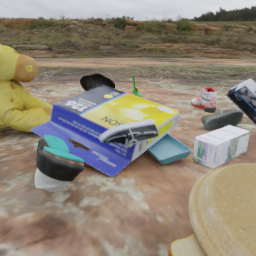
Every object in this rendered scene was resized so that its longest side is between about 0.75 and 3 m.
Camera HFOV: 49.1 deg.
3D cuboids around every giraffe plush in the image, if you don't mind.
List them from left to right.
[{"bbox_3d":[-3.504,-1.218,8.098,2.555,2.401,2.961,15,14,39],"label":"giraffe plush"}]

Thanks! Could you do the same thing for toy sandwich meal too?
[{"bbox_3d":[1.660,1.328,2.826,2.598,0.890,2.598,10,25,-5],"label":"toy sandwich meal"}]

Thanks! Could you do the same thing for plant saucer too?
[{"bbox_3d":[0.720,0.362,7.049,0.779,0.211,2.229,-16,21,-13],"label":"plant saucer"}]

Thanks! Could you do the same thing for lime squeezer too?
[{"bbox_3d":[0.491,-1.507,11.942,0.516,1.463,0.276,-37,-9,34],"label":"lime squeezer"}]

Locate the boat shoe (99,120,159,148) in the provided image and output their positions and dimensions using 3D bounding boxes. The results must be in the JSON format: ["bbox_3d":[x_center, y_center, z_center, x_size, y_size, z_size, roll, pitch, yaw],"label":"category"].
[{"bbox_3d":[0.041,0.178,5.683,1.226,0.419,0.453,-12,-23,-24],"label":"boat shoe"}]

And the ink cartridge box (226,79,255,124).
[{"bbox_3d":[3.780,-0.546,8.023,0.360,1.835,0.913,-49,3,-19],"label":"ink cartridge box"}]

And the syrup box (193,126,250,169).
[{"bbox_3d":[2.182,0.405,6.527,1.453,0.572,0.592,-14,24,-38],"label":"syrup box"}]

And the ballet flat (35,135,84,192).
[{"bbox_3d":[-1.300,0.679,5.038,0.786,0.790,2.311,21,-2,-19],"label":"ballet flat"}]

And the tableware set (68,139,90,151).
[{"bbox_3d":[-1.137,0.010,7.647,2.091,0.321,1.409,27,29,35],"label":"tableware set"}]

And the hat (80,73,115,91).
[{"bbox_3d":[-1.529,-1.858,13.504,1.727,0.697,1.727,6,-27,3],"label":"hat"}]

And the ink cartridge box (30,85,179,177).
[{"bbox_3d":[-0.527,-0.186,7.029,2.666,0.634,2.697,24,34,29],"label":"ink cartridge box"}]

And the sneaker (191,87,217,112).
[{"bbox_3d":[3.080,-1.236,11.332,0.547,0.878,1.639,-3,17,-10],"label":"sneaker"}]

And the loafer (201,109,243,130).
[{"bbox_3d":[2.973,-0.352,8.878,1.546,0.581,0.538,-8,33,-23],"label":"loafer"}]
